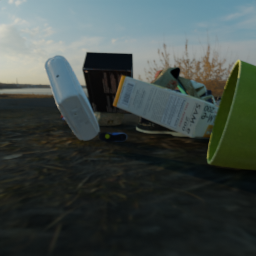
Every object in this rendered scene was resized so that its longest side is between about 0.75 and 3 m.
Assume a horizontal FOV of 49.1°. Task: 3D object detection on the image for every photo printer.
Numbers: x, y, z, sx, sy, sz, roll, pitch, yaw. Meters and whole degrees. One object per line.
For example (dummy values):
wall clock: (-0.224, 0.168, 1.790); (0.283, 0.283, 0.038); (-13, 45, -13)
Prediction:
photo printer: (-1.519, -0.861, 7.450); (0.701, 1.680, 2.019); (-26, 49, -4)

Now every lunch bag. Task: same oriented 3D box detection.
lunch bag: (-0.824, -0.463, 11.598); (1.025, 0.735, 1.250); (-3, 4, -18)

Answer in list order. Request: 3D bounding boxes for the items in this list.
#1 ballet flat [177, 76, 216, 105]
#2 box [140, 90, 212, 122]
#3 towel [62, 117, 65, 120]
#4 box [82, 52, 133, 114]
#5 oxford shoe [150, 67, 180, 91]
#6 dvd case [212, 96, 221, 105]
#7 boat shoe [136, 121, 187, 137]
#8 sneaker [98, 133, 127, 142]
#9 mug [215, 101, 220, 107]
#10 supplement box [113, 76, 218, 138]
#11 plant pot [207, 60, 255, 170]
ballet flat: (2.588, -1.050, 10.198); (0.866, 2.652, 0.935); (-30, -30, 11)
box: (2.140, -0.939, 12.287); (2.824, 1.473, 2.089); (2, 8, 20)
towel: (-2.163, -0.365, 12.497); (1.445, 0.172, 1.061); (4, 7, -10)
box: (-0.632, -1.545, 10.091); (1.630, 0.911, 2.309); (1, -34, 3)
oxford shoe: (1.279, -1.462, 9.889); (0.865, 0.814, 2.312); (-18, 37, 38)
dvd case: (4.904, -0.995, 13.740); (2.468, 0.305, 1.855); (21, 3, -16)
boat shoe: (1.239, -0.190, 9.394); (2.304, 0.764, 0.861); (7, 14, 44)
sneaker: (-0.441, 0.274, 8.057); (0.829, 0.273, 0.325); (1, -1, -2)
mug: (4.077, -0.393, 10.599); (1.245, 1.049, 1.420); (2, 36, -18)
supplement box: (1.121, -0.596, 7.891); (2.599, 0.956, 1.638); (24, 12, 32)
plant pot: (2.770, 0.002, 5.084); (2.129, 1.992, 1.992); (16, 11, 11)
